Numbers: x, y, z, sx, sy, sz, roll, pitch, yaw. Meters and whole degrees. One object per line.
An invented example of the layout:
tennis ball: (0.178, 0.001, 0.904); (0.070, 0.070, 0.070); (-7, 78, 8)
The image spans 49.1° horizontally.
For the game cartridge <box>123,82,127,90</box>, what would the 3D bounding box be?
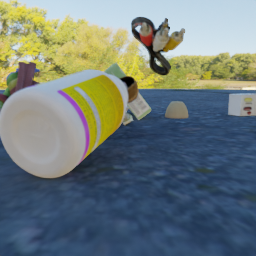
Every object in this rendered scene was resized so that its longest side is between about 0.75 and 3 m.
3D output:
game cartridge: (-0.932, -0.703, 6.942); (1.704, 0.327, 1.104); (-23, -3, 17)

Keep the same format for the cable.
cable: (0.663, -2.021, 7.470); (1.312, 0.680, 2.702); (13, -17, 3)

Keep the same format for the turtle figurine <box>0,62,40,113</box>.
turtle figurine: (-2.385, -0.167, 6.670); (2.304, 2.376, 1.710); (36, -4, 35)

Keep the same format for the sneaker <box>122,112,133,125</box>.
sneaker: (-0.106, -0.431, 9.115); (0.381, 0.439, 0.990); (-27, 18, -3)

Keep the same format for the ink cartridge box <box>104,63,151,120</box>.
ink cartridge box: (-0.115, -1.531, 11.206); (0.700, 2.125, 2.920); (-38, 11, 2)

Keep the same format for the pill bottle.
pill bottle: (-0.853, -0.277, 4.926); (1.339, 1.339, 2.569); (4, 20, 20)

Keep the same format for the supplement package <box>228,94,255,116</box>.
supplement package: (4.673, -0.950, 11.381); (0.905, 0.866, 0.666); (-4, 11, -22)

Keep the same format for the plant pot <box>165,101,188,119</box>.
plant pot: (1.891, -0.718, 10.850); (0.890, 0.597, 0.890); (0, 10, 0)

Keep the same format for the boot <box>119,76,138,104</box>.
boot: (-0.946, -0.797, 7.944); (2.603, 0.958, 0.982); (-26, -10, -3)

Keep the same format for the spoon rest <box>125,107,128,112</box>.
spoon rest: (-1.050, -0.822, 11.234); (2.259, 0.685, 1.122); (-6, 11, -26)
